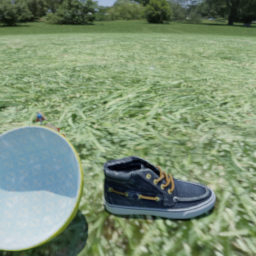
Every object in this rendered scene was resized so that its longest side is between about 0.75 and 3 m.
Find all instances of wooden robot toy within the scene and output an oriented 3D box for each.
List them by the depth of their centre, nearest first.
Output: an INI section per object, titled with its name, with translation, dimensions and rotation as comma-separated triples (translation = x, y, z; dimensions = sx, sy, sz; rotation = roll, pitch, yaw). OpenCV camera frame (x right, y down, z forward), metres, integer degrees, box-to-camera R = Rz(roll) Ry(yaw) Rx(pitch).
[wooden robot toy]
translation = -2.569, 0.480, 9.046
dimensions = 2.180, 0.989, 0.961
rotation = 47, -2, 13

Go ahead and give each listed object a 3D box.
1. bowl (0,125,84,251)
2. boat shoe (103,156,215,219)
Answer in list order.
[bowl]
translation = -2.064, 1.368, 6.247
dimensions = 2.554, 1.374, 2.554
rotation = -3, 67, 8
[boat shoe]
translation = 0.735, 1.372, 6.652
dimensions = 2.741, 1.244, 0.970
rotation = -2, 27, 0
